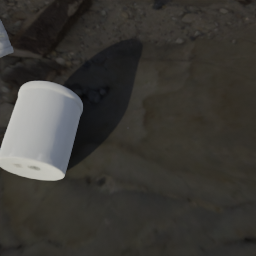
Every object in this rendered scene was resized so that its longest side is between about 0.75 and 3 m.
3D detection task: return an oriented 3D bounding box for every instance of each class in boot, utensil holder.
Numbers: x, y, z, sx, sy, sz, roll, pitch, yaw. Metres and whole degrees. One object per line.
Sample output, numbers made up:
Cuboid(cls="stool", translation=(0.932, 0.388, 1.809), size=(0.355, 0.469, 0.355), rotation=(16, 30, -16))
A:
Cuboid(cls="boot", translation=(-3.061, -1.394, 5.167), size=(0.718, 0.933, 1.952), rotation=(10, 40, 44))
Cuboid(cls="utensil holder", translation=(-2.232, 0.132, 7.334), size=(1.767, 1.767, 2.080), rotation=(5, 63, 3))
